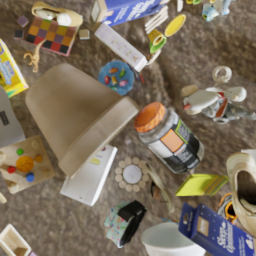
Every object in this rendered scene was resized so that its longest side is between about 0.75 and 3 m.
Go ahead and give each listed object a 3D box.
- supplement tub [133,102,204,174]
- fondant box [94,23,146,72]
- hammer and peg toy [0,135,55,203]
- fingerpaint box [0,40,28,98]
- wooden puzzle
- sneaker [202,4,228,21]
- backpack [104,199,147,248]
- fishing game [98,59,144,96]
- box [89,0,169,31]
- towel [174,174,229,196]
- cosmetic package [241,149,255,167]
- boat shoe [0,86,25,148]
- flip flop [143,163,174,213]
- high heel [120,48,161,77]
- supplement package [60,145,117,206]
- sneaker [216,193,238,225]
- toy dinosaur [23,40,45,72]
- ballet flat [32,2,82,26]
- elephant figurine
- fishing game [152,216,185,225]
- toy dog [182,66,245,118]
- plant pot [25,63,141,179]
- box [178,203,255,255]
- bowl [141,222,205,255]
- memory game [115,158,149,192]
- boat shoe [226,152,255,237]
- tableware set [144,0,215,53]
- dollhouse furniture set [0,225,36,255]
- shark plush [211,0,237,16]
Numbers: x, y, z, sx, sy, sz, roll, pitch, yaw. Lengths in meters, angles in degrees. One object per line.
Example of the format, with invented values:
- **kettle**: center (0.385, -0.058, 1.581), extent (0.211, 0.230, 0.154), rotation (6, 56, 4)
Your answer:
- **supplement tub**: center (1.110, 0.277, 7.734), extent (1.186, 1.186, 1.935), rotation (-47, 114, -5)
- **fondant box**: center (-0.174, -2.242, 7.929), extent (1.465, 1.057, 0.427), rotation (39, 99, 1)
- **hammer and peg toy**: center (-3.068, 1.118, 7.645), extent (1.827, 0.644, 1.343), rotation (-22, 104, -15)
- **fingerpaint box**: center (-5.022, -2.057, 10.477), extent (1.659, 0.729, 1.988), rotation (-28, 84, -3)
- **wooden puzzle**: center (-2.920, -3.860, 10.961), extent (2.898, 0.204, 1.719), rotation (19, 83, 2)
- **sneaker**: center (3.369, -4.429, 10.947), extent (0.988, 0.393, 0.645), rotation (15, 81, 11)
- **backpack**: center (-0.112, 2.599, 7.649), extent (0.873, 1.030, 1.160), rotation (24, 110, 28)
- **fishing game**: center (-0.467, -1.875, 10.513), extent (1.975, 0.307, 1.414), rotation (-18, 84, 11)
- **box**: center (0.295, -3.403, 7.640), extent (2.623, 1.589, 0.425), rotation (-22, 97, -12)
- **towel**: center (2.094, 1.624, 7.807), extent (0.789, 1.833, 0.166), rotation (-58, 46, 22)
- **cosmetic package**: center (4.582, 1.588, 9.954), extent (0.702, 0.890, 1.654), rotation (-4, 85, -2)
- **boat shoe**: center (-3.626, -0.157, 8.038), extent (0.860, 0.710, 2.507), rotation (-26, 127, -35)
- **flip flop**: center (0.709, 1.522, 6.988), extent (0.399, 0.561, 1.385), rotation (-33, 100, -6)
- **high heel**: center (0.454, -2.793, 10.654), extent (1.442, 0.515, 1.028), rotation (-44, 91, 4)
- **supplement package**: center (-1.290, 1.426, 9.626), extent (1.109, 1.558, 2.000), rotation (21, 84, 3)
- **sneaker**: center (3.375, 3.256, 9.816), extent (0.781, 0.771, 1.996), rotation (22, 85, 1)
- **toy dinosaur**: center (-3.606, -2.807, 10.785), extent (0.688, 0.391, 1.295), rotation (10, 97, -9)
- **ballet flat**: center (-1.885, -2.908, 7.346), extent (1.324, 0.454, 0.417), rotation (17, 47, 2)
- **elephant figurine**: center (3.484, -0.627, 10.184), extent (1.678, 1.302, 1.187), rotation (24, 120, -22)
- **fishing game**: center (1.317, 2.582, 7.794), extent (1.214, 0.869, 0.189), rotation (2, 72, 32)
- **toy dog**: center (2.148, -0.774, 7.599), extent (1.144, 1.734, 0.835), rotation (53, 44, -8)
- **plant pot**: center (-1.396, -0.369, 7.610), extent (2.331, 2.687, 2.687), rotation (44, 85, 0)
- **box**: center (2.011, 2.391, 6.184), extent (1.867, 1.131, 0.303), rotation (32, 116, 5)
- **bowl**: center (1.300, 3.248, 7.590), extent (1.837, 1.837, 0.826), rotation (-8, 90, -1)
- **memory game**: center (0.145, 1.712, 10.345), extent (1.284, 0.082, 1.284), rotation (0, 83, 1)
- **boat shoe**: center (3.417, 2.071, 7.823), extent (1.007, 0.907, 2.791), rotation (-15, 109, 20)
- **tableware set**: center (1.666, -3.386, 8.481), extent (2.696, 1.816, 0.414), rotation (-40, 78, 1)
- **dollhouse furniture set**: center (-2.648, 3.473, 7.216), extent (1.262, 1.408, 1.777), rotation (-21, 110, 25)
- **shark plush**: center (2.952, -3.803, 8.143), extent (1.273, 0.578, 0.530), rotation (-41, 75, -15)
